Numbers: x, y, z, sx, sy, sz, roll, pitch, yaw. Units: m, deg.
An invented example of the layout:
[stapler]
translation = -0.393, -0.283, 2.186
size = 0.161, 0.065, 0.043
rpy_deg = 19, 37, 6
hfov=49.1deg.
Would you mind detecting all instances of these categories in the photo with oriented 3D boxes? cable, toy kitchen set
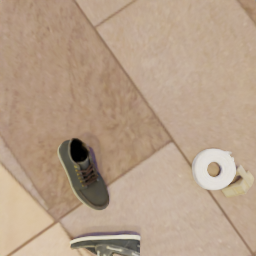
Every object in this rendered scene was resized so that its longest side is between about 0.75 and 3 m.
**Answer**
[cable]
translation = 2.629, 1.277, 8.604
size = 1.280, 0.443, 1.280
rpy_deg = 8, 87, 0
[toy kitchen set]
translation = 3.315, 1.604, 8.673
size = 0.793, 0.716, 0.647
rpy_deg = -34, 91, -41

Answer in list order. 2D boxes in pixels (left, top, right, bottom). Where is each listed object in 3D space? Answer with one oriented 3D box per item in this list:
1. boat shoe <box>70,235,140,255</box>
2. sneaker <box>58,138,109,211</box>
[boat shoe]
translation = -0.697, 3.532, 8.238
size = 2.117, 0.760, 0.716
rpy_deg = -1, 67, 4
[sneaker]
translation = -1.218, 1.399, 8.043
size = 0.886, 1.258, 2.368
rpy_deg = -34, 94, -24
